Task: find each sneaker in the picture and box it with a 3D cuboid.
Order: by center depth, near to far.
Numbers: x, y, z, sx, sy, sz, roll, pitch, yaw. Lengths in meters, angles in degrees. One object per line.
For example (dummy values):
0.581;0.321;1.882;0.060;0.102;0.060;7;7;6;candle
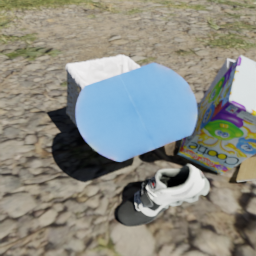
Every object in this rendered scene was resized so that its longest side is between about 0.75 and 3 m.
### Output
0.632;1.510;6.661;2.384;1.055;0.883;-30;42;11;sneaker
1.131;0.518;8.086;0.463;1.226;0.432;39;90;26;sneaker

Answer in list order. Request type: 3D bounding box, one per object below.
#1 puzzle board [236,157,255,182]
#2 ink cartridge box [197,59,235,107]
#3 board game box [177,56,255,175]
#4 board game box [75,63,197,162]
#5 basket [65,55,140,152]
3.675;1.149;7.994;0.944;0.109;1.253;-15;16;36;puzzle board
3.588;-0.499;8.265;2.742;2.775;0.652;16;55;0;ink cartridge box
2.630;-0.142;7.241;1.505;2.870;1.478;25;60;0;board game box
0.201;-0.326;6.615;2.770;0.539;2.189;-21;62;-8;board game box
-0.475;-0.797;8.393;2.220;1.786;2.200;-18;50;-31;basket
